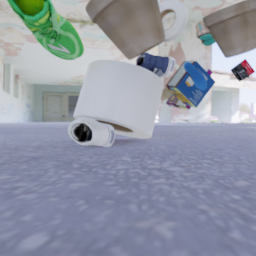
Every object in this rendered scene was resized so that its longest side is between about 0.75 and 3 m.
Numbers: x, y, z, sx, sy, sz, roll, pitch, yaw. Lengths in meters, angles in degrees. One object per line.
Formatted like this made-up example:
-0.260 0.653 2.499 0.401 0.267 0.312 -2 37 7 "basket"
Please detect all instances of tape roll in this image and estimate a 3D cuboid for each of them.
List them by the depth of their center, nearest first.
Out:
0.985 -2.674 7.027 1.057 1.057 0.193 2 -5 38 "tape roll"
-0.314 -0.915 9.858 2.821 1.937 2.821 13 -9 2 "tape roll"

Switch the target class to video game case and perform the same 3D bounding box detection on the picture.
2.537 -1.665 11.910 0.330 1.842 1.670 34 -4 -22 "video game case"

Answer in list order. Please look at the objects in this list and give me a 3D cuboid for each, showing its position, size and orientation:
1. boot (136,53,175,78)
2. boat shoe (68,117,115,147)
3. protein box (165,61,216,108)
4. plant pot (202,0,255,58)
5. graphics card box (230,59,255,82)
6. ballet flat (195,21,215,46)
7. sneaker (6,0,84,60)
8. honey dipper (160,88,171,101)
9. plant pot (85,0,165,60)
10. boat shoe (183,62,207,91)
0.699 -2.262 10.559 1.163 0.936 2.574 12 -7 -17 "boot"
-1.326 0.136 8.210 0.772 0.845 2.348 6 6 -37 "boat shoe"
2.323 -1.632 10.451 1.217 1.226 0.827 38 -2 -25 "protein box"
2.182 -1.977 5.694 1.089 0.945 1.089 -20 12 4 "plant pot"
3.970 -1.979 9.741 0.234 0.576 0.918 -36 -4 -6 "graphics card box"
2.219 -2.699 7.903 0.514 0.508 1.510 -20 -2 23 "ballet flat"
-2.286 -2.821 7.338 1.111 2.999 1.253 -35 41 9 "sneaker"
1.342 -1.290 12.206 0.436 0.436 2.296 0 -4 -9 "honey dipper"
0.092 -2.236 5.888 1.550 1.345 1.550 -28 8 4 "plant pot"
1.648 -1.258 6.696 0.336 0.799 0.274 -31 -5 21 "boat shoe"
